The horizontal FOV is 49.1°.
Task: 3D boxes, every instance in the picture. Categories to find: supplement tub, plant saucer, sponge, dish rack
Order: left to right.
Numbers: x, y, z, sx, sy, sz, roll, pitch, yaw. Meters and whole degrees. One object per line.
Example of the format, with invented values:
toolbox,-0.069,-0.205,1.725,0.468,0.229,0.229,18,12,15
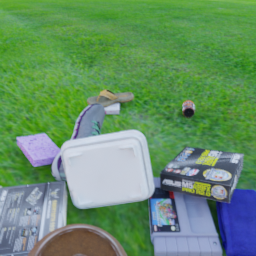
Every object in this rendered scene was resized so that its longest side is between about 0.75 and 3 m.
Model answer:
sponge,-2.973,0.707,9.428,1.030,0.275,1.846,-8,25,-35
plant saucer,-1.006,2.949,5.696,2.309,0.398,2.309,9,41,-8
dish rack,-0.556,1.179,7.229,2.289,1.965,0.498,-9,13,6
supplement tub,2.569,-0.844,11.933,0.498,0.498,0.932,5,30,7

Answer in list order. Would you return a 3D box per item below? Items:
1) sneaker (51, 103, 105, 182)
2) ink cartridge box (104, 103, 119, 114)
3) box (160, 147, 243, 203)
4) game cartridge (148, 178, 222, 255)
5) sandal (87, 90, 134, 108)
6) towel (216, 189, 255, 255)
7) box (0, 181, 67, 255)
sneaker,-1.146,0.471,8.743,1.261,1.072,2.881,4,57,35
ink cartridge box,-0.771,-1.013,12.432,0.767,0.270,1.286,0,35,-1
box,2.174,1.214,8.017,1.838,0.508,2.294,6,18,29
game cartridge,1.338,2.221,7.326,1.584,0.469,2.443,3,33,-2
sandal,-0.774,-1.387,12.251,2.162,0.584,0.868,-12,35,-19
towel,3.590,2.431,6.844,2.684,0.665,1.982,4,37,9
box,-2.476,2.358,6.959,1.786,0.545,2.256,-5,33,-7
